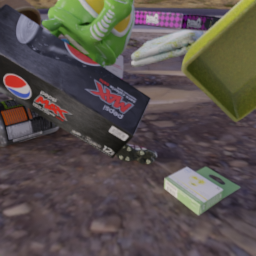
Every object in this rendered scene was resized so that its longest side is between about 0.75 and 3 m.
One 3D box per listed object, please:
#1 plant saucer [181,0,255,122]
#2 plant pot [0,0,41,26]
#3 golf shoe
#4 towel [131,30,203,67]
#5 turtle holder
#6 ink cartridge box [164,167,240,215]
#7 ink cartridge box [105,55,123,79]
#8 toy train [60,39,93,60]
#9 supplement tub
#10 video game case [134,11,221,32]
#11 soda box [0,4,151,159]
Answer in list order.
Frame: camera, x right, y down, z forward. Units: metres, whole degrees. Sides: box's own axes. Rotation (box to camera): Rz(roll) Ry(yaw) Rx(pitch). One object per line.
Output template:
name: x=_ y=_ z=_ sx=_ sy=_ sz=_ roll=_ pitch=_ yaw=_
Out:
plant saucer: x=2.305 y=-1.444 z=4.848 sx=2.456 sy=2.452 sz=0.588 roll=27 pitch=29 yaw=-46
plant pot: x=-3.326 y=-1.988 z=6.369 sx=1.235 sy=2.675 sz=2.675 roll=38 pitch=31 yaw=-5
golf shoe: x=0.164 y=0.654 z=7.294 sx=1.190 sy=0.459 sz=0.524 roll=15 pitch=13 yaw=19
towel: x=1.466 y=-2.998 z=10.410 sx=2.461 sy=0.593 sz=2.107 roll=-10 pitch=26 yaw=27
turtle holder: x=-0.642 y=-2.049 z=5.193 sx=1.583 sy=1.480 sz=2.084 roll=37 pitch=-2 yaw=5
ink cartridge box: x=1.665 y=1.233 z=6.226 sx=1.429 sy=0.343 sz=1.040 roll=-21 pitch=34 yaw=-30
ink cartridge box: x=-0.518 y=-1.418 z=7.548 sx=0.406 sy=1.204 sz=0.701 roll=0 pitch=-8 yaw=39
toy train: x=-1.685 y=-1.993 z=7.584 sx=1.705 sy=1.247 sz=2.947 roll=11 pitch=11 yaw=-15
supplement tub: x=-3.103 y=-0.221 z=7.950 sx=2.021 sy=1.238 sz=1.238 roll=-18 pitch=33 yaw=-31
video game case: x=1.522 y=-3.208 z=8.450 sx=2.160 sy=0.427 sz=2.384 roll=-10 pitch=26 yaw=-35
soda box: x=-1.068 y=-0.693 z=4.504 sx=2.736 sy=0.866 sz=0.968 roll=32 pitch=51 yaw=-8
